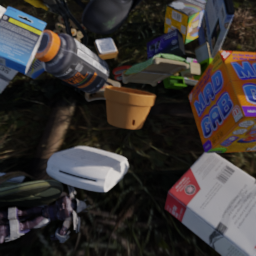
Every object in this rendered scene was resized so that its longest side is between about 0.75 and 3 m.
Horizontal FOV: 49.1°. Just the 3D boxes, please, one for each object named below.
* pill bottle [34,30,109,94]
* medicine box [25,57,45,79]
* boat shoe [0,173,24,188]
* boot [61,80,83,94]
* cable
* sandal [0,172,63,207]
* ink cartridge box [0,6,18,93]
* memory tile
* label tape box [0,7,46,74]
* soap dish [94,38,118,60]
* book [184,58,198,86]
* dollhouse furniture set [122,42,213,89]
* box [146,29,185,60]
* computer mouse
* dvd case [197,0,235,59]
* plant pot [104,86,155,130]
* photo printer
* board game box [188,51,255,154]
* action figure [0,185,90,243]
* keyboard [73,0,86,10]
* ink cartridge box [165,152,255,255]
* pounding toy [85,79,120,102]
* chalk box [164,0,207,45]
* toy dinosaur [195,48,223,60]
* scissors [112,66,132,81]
[{"bbox_3d":[-1.547,-1.789,7.607,1.122,2.112,1.122,-10,71,31],"label":"pill bottle"},{"bbox_3d":[-3.123,-2.375,8.723,1.274,1.398,0.720,-27,55,31],"label":"medicine box"},{"bbox_3d":[-3.807,1.662,8.061,1.882,0.678,0.584,-2,67,8],"label":"boat shoe"},{"bbox_3d":[-1.933,-1.977,11.104,1.010,0.459,1.202,31,63,19],"label":"boot"},{"bbox_3d":[-1.950,-3.485,8.155,1.199,2.469,0.621,-45,21,2],"label":"cable"},{"bbox_3d":[-3.073,1.548,7.300,2.887,1.146,0.824,-8,59,18],"label":"sandal"},{"bbox_3d":[-3.899,-2.003,7.480,1.891,2.581,1.068,33,48,-29],"label":"ink cartridge box"},{"bbox_3d":[-2.109,-3.488,10.075,1.106,0.848,0.093,10,32,-41],"label":"memory tile"},{"bbox_3d":[-2.378,-1.866,5.968,0.868,0.401,1.212,21,64,-15],"label":"label tape box"},{"bbox_3d":[-0.988,-3.476,12.375,0.846,0.437,1.076,-12,52,-10],"label":"soap dish"},{"bbox_3d":[3.008,-2.152,11.096,1.590,0.382,1.062,14,72,10],"label":"book"},{"bbox_3d":[1.039,-1.895,7.666,2.315,1.516,1.162,-1,79,-34],"label":"dollhouse furniture set"},{"bbox_3d":[1.066,-2.276,8.035,1.012,0.399,0.714,-18,64,31],"label":"box"},{"bbox_3d":[-0.288,-3.422,8.278,0.747,1.963,2.835,45,37,-1],"label":"computer mouse"},{"bbox_3d":[2.694,-3.262,8.885,0.236,2.694,1.922,0,64,1],"label":"dvd case"},{"bbox_3d":[-0.020,-0.414,5.806,1.055,0.739,1.055,10,12,-2],"label":"plant pot"},{"bbox_3d":[-1.063,1.086,7.641,1.746,2.099,0.729,13,96,12],"label":"photo printer"},{"bbox_3d":[2.733,-0.554,6.637,1.726,1.724,1.724,-1,61,-15],"label":"board game box"},{"bbox_3d":[-2.183,2.289,7.394,2.346,0.814,1.527,-10,44,-13],"label":"action figure"},{"bbox_3d":[-1.849,-4.449,9.451,0.169,1.314,0.789,-43,32,16],"label":"keyboard"},{"bbox_3d":[2.574,2.106,7.295,2.623,1.087,1.925,36,59,26],"label":"ink cartridge box"},{"bbox_3d":[-1.098,-1.550,10.384,1.723,0.988,0.985,20,56,12],"label":"pounding toy"},{"bbox_3d":[3.022,-5.231,13.210,2.309,1.429,1.436,-32,56,-25],"label":"chalk box"},{"bbox_3d":[3.616,-3.066,11.904,1.295,0.974,1.908,17,34,-17],"label":"toy dinosaur"},{"bbox_3d":[0.465,-1.958,9.535,2.043,0.747,0.142,-11,69,-9],"label":"scissors"}]
